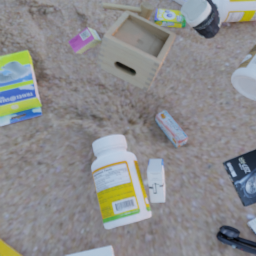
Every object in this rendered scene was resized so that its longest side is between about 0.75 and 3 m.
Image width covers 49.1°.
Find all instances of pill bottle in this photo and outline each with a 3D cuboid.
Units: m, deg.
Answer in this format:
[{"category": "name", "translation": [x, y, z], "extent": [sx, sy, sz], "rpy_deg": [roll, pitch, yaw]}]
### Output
[{"category": "pill bottle", "translation": [4.753, -5.540, 12.622], "extent": [2.733, 1.425, 1.425], "rpy_deg": [-4, 59, -3]}, {"category": "pill bottle", "translation": [-0.240, 1.256, 6.720], "extent": [1.130, 1.130, 2.034], "rpy_deg": [-13, 72, -8]}, {"category": "pill bottle", "translation": [2.969, -1.408, 5.915], "extent": [0.884, 0.884, 1.546], "rpy_deg": [35, 79, 19]}]

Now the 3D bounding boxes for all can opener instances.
[{"category": "can opener", "translation": [3.171, 3.238, 7.859], "extent": [1.433, 0.563, 0.454], "rpy_deg": [26, 53, 5]}]

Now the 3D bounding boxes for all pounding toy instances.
[{"category": "pounding toy", "translation": [0.101, -2.846, 8.913], "extent": [2.488, 1.295, 2.831], "rpy_deg": [27, 49, 2]}]

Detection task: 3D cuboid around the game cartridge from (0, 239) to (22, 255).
[{"category": "game cartridge", "translation": [-3.791, 4.002, 7.494], "extent": [1.595, 0.293, 1.809], "rpy_deg": [28, 65, 16]}]

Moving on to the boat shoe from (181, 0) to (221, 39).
[{"category": "boat shoe", "translation": [2.329, -3.603, 8.762], "extent": [0.834, 1.022, 2.765], "rpy_deg": [41, 29, -22]}]

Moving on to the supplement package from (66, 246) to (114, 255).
[{"category": "supplement package", "translation": [-1.088, 3.907, 7.152], "extent": [1.632, 0.905, 1.271], "rpy_deg": [-10, 58, -5]}]

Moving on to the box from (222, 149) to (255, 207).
[{"category": "box", "translation": [3.131, 1.253, 7.129], "extent": [0.976, 0.265, 1.219], "rpy_deg": [-22, 73, 3]}]

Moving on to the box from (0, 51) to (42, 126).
[{"category": "box", "translation": [-4.406, -1.570, 10.648], "extent": [1.775, 0.694, 2.911], "rpy_deg": [-16, 59, -9]}]

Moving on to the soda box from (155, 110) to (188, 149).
[{"category": "soda box", "translation": [1.501, 0.039, 9.786], "extent": [0.427, 0.460, 1.344], "rpy_deg": [-27, 62, -15]}]

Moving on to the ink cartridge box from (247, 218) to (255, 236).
[{"category": "ink cartridge box", "translation": [3.855, 3.025, 8.149], "extent": [0.374, 0.148, 0.753], "rpy_deg": [-22, 60, -13]}]

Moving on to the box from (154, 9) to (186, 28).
[{"category": "box", "translation": [1.972, -5.074, 12.988], "extent": [1.455, 0.352, 0.853], "rpy_deg": [8, 59, 3]}]

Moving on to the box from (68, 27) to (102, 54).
[{"category": "box", "translation": [-1.257, -2.555, 8.266], "extent": [0.714, 0.812, 0.392], "rpy_deg": [-31, 95, 15]}]

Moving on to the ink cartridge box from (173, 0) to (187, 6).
[{"category": "ink cartridge box", "translation": [2.762, -6.517, 13.867], "extent": [0.919, 0.360, 1.942], "rpy_deg": [-40, 69, -21]}]

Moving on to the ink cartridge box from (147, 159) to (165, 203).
[{"category": "ink cartridge box", "translation": [0.686, 1.264, 6.726], "extent": [0.361, 0.858, 0.626], "rpy_deg": [-4, 22, 11]}]
